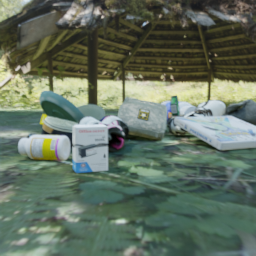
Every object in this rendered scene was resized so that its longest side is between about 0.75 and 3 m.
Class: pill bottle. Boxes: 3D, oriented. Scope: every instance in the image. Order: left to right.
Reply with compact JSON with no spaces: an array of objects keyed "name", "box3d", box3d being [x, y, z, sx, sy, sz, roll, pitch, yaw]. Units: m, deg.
[{"name":"pill bottle","box3d":[-2.260,0.528,7.541,1.272,0.663,0.663,2,6,12]},{"name":"pill bottle","box3d":[2.882,-0.767,16.147,1.481,1.481,2.644,-2,7,-23]}]

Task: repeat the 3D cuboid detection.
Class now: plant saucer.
[{"name":"plant saucer","box3d":[-2.992,-0.582,12.714,2.687,2.687,0.368,6,51,44]}]

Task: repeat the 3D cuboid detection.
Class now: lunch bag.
[{"name":"lunch bag","box3d":[0.593,-0.353,11.846,1.986,1.423,2.421,12,20,2]}]

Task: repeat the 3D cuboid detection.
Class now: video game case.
[{"name":"video game case","box3d":[3.654,0.096,10.410,2.943,0.324,2.683,-3,20,-25]}]

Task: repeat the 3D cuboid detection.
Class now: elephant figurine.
[{"name":"elephant figurine","box3d":[5.127,-0.398,13.343,2.440,1.893,1.726,-9,44,-9]}]

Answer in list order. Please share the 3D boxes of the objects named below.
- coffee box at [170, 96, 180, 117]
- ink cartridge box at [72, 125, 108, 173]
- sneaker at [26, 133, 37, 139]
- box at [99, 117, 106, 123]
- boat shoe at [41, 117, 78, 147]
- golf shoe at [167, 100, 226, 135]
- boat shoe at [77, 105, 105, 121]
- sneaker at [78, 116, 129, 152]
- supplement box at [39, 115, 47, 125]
[{"name":"coffee box","box3d":[2.354,-0.678,13.813,0.349,1.585,0.975,-6,29,16]},{"name":"ink cartridge box","box3d":[-0.868,0.456,6.388,0.747,1.033,0.435,-2,6,-20]},{"name":"sneaker","box3d":[-2.933,0.497,9.558,1.301,0.476,0.533,-1,27,12]},{"name":"box","box3d":[-1.017,-0.377,16.687,1.975,0.320,1.196,0,-9,-19]},{"name":"boat shoe","box3d":[-1.921,0.259,9.529,0.900,0.751,2.413,35,11,37]},{"name":"golf shoe","box3d":[3.260,-0.383,12.434,2.958,1.150,1.398,-25,11,-10]},{"name":"boat shoe","box3d":[-2.716,-0.542,14.861,2.942,1.049,0.886,-12,-7,-22]},{"name":"sneaker","box3d":[-0.554,0.336,9.088,1.168,1.086,2.705,28,16,21]},{"name":"supplement box","box3d":[-4.592,-0.400,16.332,1.115,0.611,0.607,6,-11,44]}]
